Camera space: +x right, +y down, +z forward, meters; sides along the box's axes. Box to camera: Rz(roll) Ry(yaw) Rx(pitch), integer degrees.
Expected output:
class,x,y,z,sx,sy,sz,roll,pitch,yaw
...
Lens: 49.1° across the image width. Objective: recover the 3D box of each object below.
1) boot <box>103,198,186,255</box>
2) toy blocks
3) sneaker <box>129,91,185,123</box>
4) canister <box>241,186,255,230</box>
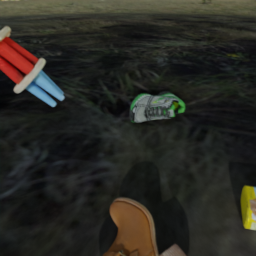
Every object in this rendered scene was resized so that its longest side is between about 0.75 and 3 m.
class,x,y,z,sx,sy,sz,roll,pitch,yaw
boot,-0.161,2.171,4.853,1.653,0.787,2.137,-20,33,-32
toy blocks,-2.511,-1.471,5.915,0.903,2.487,2.072,-50,27,-5
sneaker,1.075,-0.741,10.151,2.482,0.968,1.057,-20,34,-34
canister,3.170,1.753,5.837,1.436,0.622,1.067,6,29,14
